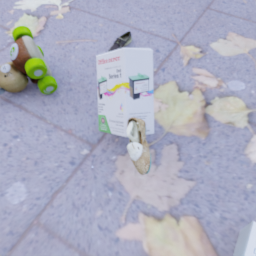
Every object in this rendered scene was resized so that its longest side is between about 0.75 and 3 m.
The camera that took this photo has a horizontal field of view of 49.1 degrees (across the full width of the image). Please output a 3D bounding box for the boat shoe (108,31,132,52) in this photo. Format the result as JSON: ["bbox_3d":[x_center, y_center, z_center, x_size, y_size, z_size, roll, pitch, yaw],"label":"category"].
[{"bbox_3d":[-0.404,-4.071,13.351,0.596,0.528,1.629,27,58,19],"label":"boat shoe"}]

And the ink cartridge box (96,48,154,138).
[{"bbox_3d":[-0.139,-1.162,9.276,1.128,2.686,1.945,-6,8,-32],"label":"ink cartridge box"}]

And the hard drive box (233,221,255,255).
[{"bbox_3d":[3.613,4.047,7.078,1.975,0.973,2.534,23,57,15],"label":"hard drive box"}]

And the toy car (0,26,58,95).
[{"bbox_3d":[-4.636,-2.240,11.201,2.776,2.190,2.280,-27,65,-5],"label":"toy car"}]

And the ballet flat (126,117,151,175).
[{"bbox_3d":[0.202,0.425,7.539,0.587,0.634,1.797,29,36,-33],"label":"ballet flat"}]
